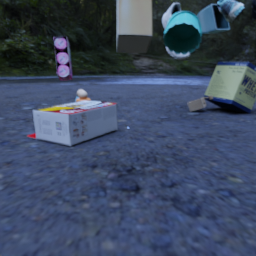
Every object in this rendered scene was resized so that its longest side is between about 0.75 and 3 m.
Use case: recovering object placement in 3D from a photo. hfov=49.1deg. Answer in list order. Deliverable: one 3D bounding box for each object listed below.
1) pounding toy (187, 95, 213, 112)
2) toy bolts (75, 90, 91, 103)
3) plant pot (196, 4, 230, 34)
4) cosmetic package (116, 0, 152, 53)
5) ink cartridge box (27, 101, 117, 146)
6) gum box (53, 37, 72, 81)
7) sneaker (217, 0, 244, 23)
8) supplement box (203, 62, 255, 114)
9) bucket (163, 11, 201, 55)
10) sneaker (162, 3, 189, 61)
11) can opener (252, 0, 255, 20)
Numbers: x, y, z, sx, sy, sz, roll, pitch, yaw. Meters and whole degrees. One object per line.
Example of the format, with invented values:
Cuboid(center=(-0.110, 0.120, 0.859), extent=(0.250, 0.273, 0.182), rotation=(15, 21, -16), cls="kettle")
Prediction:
Cuboid(center=(3.289, -1.079, 12.434), extent=(1.025, 0.469, 0.900), rotation=(-17, 3, 28), cls="pounding toy")
Cuboid(center=(-1.738, -1.152, 12.099), extent=(1.344, 0.976, 1.407), rotation=(-8, 15, -30), cls="toy bolts")
Cuboid(center=(3.420, -4.417, 11.678), extent=(1.033, 1.036, 1.055), rotation=(-17, 7, -38), cls="plant pot")
Cuboid(center=(0.083, -2.178, 4.806), extent=(0.566, 1.591, 0.837), rotation=(0, -4, -4), cls="cosmetic package")
Cuboid(center=(-1.665, -0.239, 8.356), extent=(1.854, 0.886, 2.112), rotation=(7, 15, 32), cls="ink cartridge box")
Cuboid(center=(-1.588, -1.656, 6.870), extent=(0.326, 0.985, 0.559), rotation=(-6, -2, -7), cls="gum box")
Cuboid(center=(3.135, -3.762, 8.685), extent=(0.722, 0.649, 1.672), rotation=(40, 24, -3), cls="sneaker")
Cuboid(center=(4.634, -1.810, 12.314), extent=(1.233, 1.835, 1.837), rotation=(20, 3, -27), cls="supplement box")
Cuboid(center=(1.991, -3.495, 10.262), extent=(1.399, 1.399, 0.910), rotation=(2, 53, 8), cls="bucket")
Cuboid(center=(2.055, -4.080, 11.897), extent=(0.960, 2.578, 1.123), rotation=(-11, -14, -10), cls="sneaker")
Cuboid(center=(3.514, -2.911, 6.930), extent=(0.520, 0.645, 1.641), rotation=(-14, 36, 10), cls="can opener")
